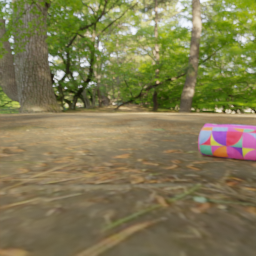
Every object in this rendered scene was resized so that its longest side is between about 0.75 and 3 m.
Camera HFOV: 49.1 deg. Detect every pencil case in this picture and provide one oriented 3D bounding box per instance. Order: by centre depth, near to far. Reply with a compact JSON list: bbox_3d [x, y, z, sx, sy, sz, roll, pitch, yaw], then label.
[{"bbox_3d":[3.090,0.337,7.507,2.330,1.030,1.030,0,4,32],"label":"pencil case"}]
